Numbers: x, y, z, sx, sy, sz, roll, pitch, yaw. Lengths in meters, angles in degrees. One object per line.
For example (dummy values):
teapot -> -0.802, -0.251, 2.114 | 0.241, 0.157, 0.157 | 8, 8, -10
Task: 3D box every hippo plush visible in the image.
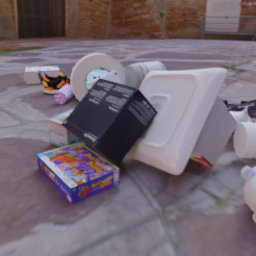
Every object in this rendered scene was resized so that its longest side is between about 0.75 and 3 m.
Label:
hippo plush -> 3.304, 1.351, 5.295 | 1.921, 1.903, 2.390 | -23, -3, 25

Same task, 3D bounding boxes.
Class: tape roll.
tape roll -> -1.253, -1.935, 11.761 | 2.319, 2.319, 0.424 | -7, 22, -17

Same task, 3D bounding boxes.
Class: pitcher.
pitcher -> 3.513, -0.102, 9.439 | 1.257, 1.078, 0.762 | -15, 34, 34

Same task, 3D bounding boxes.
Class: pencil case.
pencil case -> -3.036, -1.571, 13.311 | 0.650, 0.662, 1.548 | 41, 22, -9

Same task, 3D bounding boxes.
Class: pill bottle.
pill bottle -> 4.196, 0.336, 7.617 | 2.340, 1.311, 1.311 | 1, 22, 0

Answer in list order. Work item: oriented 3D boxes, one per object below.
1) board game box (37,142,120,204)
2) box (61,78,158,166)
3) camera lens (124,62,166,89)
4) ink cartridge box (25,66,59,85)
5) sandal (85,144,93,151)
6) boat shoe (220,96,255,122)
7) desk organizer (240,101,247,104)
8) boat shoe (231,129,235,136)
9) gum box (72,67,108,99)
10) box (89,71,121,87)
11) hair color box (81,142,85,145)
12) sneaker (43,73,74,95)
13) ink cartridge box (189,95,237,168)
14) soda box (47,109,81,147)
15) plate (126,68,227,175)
board game box -> -1.303, 1.034, 7.081 | 1.306, 0.435, 1.943 | -16, 27, -35
box -> -0.547, -0.241, 7.433 | 1.747, 0.999, 1.919 | -52, 38, -10
camera lens -> 0.943, -2.639, 14.636 | 1.919, 1.535, 1.535 | -11, 25, -25
ink cartridge box -> -5.180, -3.223, 17.043 | 1.932, 0.809, 1.402 | -6, 23, -15
sandal -> -0.552, -0.293, 9.041 | 1.056, 0.634, 2.811 | -10, 39, 28
boat shoe -> 3.805, -0.879, 11.187 | 2.790, 0.875, 1.014 | 9, 25, 22
desk organizer -> 5.195, -0.738, 11.348 | 1.304, 0.502, 0.468 | 9, 24, 20
boat shoe -> 3.514, 0.215, 8.677 | 0.771, 0.265, 0.325 | 28, 57, 3
gum box -> -1.653, -2.296, 14.147 | 2.166, 0.568, 2.549 | -1, 36, -15
box -> -0.771, -1.515, 10.723 | 0.653, 1.000, 0.995 | -15, 18, 42
hair color box -> -1.051, 0.457, 8.752 | 0.804, 0.244, 0.398 | -1, 23, -3
sneaker -> -3.240, -2.319, 14.485 | 2.365, 1.064, 0.827 | 0, 22, 0
ink cartridge box -> 1.558, -0.136, 7.842 | 2.079, 1.504, 1.511 | 25, -9, 47
soda box -> -1.521, -0.196, 9.493 | 0.808, 0.869, 2.541 | 16, 26, 27
plate -> 0.838, -0.441, 7.534 | 0.466, 2.884, 2.878 | 34, -12, -36
